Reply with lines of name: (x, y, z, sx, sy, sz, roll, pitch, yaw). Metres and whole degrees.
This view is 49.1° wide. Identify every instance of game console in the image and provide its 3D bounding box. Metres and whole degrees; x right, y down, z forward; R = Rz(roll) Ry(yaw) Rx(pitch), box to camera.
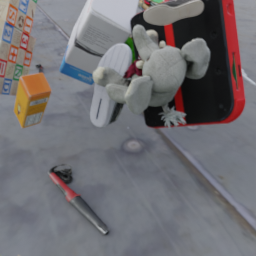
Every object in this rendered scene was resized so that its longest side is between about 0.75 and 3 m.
game console: (1.140, -1.383, 5.988, 0.427, 2.748, 2.430, -13, 6, -42)

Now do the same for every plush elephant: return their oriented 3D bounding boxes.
plush elephant: (0.446, -1.044, 5.030, 1.714, 1.611, 2.081, -34, 75, -12)

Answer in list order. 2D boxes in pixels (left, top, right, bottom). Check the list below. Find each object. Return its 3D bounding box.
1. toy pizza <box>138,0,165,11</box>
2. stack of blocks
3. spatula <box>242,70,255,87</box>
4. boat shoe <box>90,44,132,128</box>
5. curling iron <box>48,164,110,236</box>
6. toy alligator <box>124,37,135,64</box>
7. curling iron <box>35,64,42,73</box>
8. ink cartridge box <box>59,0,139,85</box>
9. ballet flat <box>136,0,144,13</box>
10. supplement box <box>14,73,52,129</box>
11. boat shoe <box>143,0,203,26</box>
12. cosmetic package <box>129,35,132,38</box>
toy pizza: (1.301, -5.068, 10.580, 2.422, 0.384, 2.422, 4, 62, -8)
stack of blocks: (-3.159, -2.385, 7.228, 0.869, 2.968, 1.709, 15, 6, 4)
spatula: (2.580, -2.272, 8.279, 2.711, 0.218, 1.885, 32, 26, -9)
boat shoe: (-0.339, -0.959, 6.439, 0.717, 1.990, 0.706, 34, 28, 22)
curling iron: (-1.202, 1.611, 6.696, 0.621, 0.320, 2.505, -22, 39, -30)
toy alligator: (0.049, -2.310, 8.816, 0.601, 2.215, 0.657, 39, 87, 18)
curling iron: (-4.263, -2.769, 13.438, 0.334, 0.172, 1.349, -9, 34, -14)
ink cartridge box: (-0.852, -2.845, 8.091, 1.161, 2.774, 2.012, 22, 61, -20)
ballet flat: (0.040, -4.332, 10.055, 0.862, 0.939, 2.736, 6, -7, -15)
supplement box: (-1.375, -0.360, 3.970, 0.337, 0.978, 0.326, -21, 76, -36)
boat shoe: (0.790, -2.091, 5.024, 1.091, 0.365, 0.311, -11, 35, -3)
cosmetic package: (-0.205, -3.136, 9.611, 0.660, 1.277, 0.557, 16, 33, 15)
